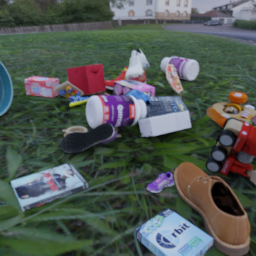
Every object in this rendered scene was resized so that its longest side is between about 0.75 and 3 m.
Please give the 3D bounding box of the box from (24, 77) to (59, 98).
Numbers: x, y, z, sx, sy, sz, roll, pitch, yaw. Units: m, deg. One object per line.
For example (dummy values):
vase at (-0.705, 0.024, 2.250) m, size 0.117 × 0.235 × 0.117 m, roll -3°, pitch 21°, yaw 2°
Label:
box at (-4.579, -2.190, 14.977) m, size 1.672 × 0.858 × 0.791 m, roll 8°, pitch 25°, yaw 19°

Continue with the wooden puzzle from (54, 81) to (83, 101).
wooden puzzle at (-2.890, -1.720, 13.584) m, size 1.003 × 1.083 × 0.251 m, roll -19°, pitch 51°, yaw 31°

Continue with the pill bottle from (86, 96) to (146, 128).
pill bottle at (-0.421, -0.615, 10.491) m, size 2.125 × 1.195 × 1.195 m, roll -5°, pitch 24°, yaw -28°

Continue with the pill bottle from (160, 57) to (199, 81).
pill bottle at (3.272, -3.896, 18.137) m, size 1.306 × 1.306 × 2.326 m, roll -20°, pitch 32°, yaw -37°

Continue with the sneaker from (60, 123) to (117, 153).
sneaker at (-1.303, 0.483, 9.555) m, size 1.917 × 0.726 × 0.839 m, roll -15°, pitch -20°, yaw 6°

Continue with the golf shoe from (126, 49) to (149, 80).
golf shoe at (0.321, -3.425, 15.033) m, size 1.017 × 1.263 × 2.597 m, roll -12°, pitch 25°, yaw 22°

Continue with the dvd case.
dvd case at (-2.149, 1.540, 7.612) m, size 1.734 × 0.191 × 1.265 m, roll -14°, pitch 28°, yaw -29°

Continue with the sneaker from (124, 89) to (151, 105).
sneaker at (0.439, -1.190, 11.442) m, size 1.425 × 0.470 × 0.559 m, roll 4°, pitch 49°, yaw -50°

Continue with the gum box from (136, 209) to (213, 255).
gum box at (0.950, 2.302, 5.835) m, size 1.038 × 0.272 × 1.221 m, roll -20°, pitch 31°, yaw -37°

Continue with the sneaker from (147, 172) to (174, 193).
sneaker at (0.880, 1.446, 7.570) m, size 0.880 × 0.389 × 0.354 m, roll -16°, pitch 29°, yaw -31°

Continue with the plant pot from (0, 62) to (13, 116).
plant pot at (-6.914, -1.609, 11.866) m, size 2.592 × 2.759 × 2.759 m, roll -7°, pitch 20°, yaw 24°

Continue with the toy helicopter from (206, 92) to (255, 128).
toy helicopter at (4.307, -0.268, 10.517) m, size 1.957 × 1.167 × 2.960 m, roll -12°, pitch 32°, yaw -25°

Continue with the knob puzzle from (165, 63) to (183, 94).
knob puzzle at (2.450, -2.649, 14.890) m, size 0.266 × 1.915 × 1.915 m, roll -19°, pitch 14°, yaw 29°

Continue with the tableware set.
tableware set at (-1.395, 0.043, 10.601) m, size 2.066 × 0.414 × 1.366 m, roll -10°, pitch 26°, yaw -20°

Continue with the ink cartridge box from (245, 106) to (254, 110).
ink cartridge box at (5.433, -0.904, 13.016) m, size 0.766 × 0.142 × 0.363 m, roll -5°, pitch 25°, yaw -16°

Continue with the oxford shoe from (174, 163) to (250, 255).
oxford shoe at (1.955, 1.502, 6.702) m, size 1.059 × 1.058 × 2.970 m, roll -7°, pitch 24°, yaw -13°

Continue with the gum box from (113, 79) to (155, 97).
gum box at (0.307, -1.908, 14.455) m, size 1.190 × 0.693 × 2.096 m, roll -13°, pitch 27°, yaw -34°

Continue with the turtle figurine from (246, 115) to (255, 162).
turtle figurine at (4.634, 0.423, 9.130) m, size 1.894 × 2.632 × 2.552 m, roll 36°, pitch 58°, yaw 13°

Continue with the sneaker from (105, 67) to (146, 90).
sneaker at (-0.257, -2.818, 15.881) m, size 2.865 × 1.216 × 1.103 m, roll -15°, pitch 27°, yaw -31°

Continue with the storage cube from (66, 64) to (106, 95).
storage cube at (-2.111, -2.441, 14.260) m, size 1.546 × 1.390 × 1.322 m, roll 2°, pitch 16°, yaw 36°

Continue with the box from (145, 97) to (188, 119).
box at (1.571, -0.816, 12.290) m, size 1.765 × 0.571 × 2.239 m, roll -1°, pitch 24°, yaw -2°

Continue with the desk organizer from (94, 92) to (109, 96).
desk organizer at (-1.363, -1.563, 14.166) m, size 0.337 × 0.361 × 0.939 m, roll 23°, pitch -11°, yaw -39°

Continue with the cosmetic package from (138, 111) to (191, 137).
cosmetic package at (1.344, -0.143, 10.365) m, size 1.682 × 0.683 × 0.949 m, roll -10°, pitch 1°, yaw -26°

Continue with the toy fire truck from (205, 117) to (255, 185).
toy fire truck at (3.225, 0.852, 7.624) m, size 1.843 × 1.623 × 1.186 m, roll 24°, pitch 41°, yaw 16°

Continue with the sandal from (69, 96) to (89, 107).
sandal at (-2.364, -1.352, 13.446) m, size 1.092 × 0.476 × 0.434 m, roll -19°, pitch -5°, yaw -39°
